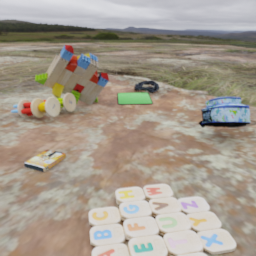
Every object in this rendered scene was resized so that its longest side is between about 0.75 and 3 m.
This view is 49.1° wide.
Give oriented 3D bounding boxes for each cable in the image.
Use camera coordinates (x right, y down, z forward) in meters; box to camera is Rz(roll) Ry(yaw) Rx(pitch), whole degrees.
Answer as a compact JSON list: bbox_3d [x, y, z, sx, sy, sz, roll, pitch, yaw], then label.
[{"bbox_3d":[0.991,-2.192,14.998,1.339,0.417,1.642,-3,24,6],"label":"cable"}]

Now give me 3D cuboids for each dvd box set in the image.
[{"bbox_3d":[-2.224,0.867,7.547,0.671,0.135,0.917,9,23,25],"label":"dvd box set"}]

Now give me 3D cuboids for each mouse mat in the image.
[{"bbox_3d":[0.282,-1.414,13.384,1.607,0.075,1.997,-1,21,-3],"label":"mouse mat"}]

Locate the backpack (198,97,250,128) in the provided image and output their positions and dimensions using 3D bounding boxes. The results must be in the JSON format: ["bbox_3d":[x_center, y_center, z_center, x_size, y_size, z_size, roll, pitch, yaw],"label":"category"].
[{"bbox_3d":[3.055,-0.484,8.723,1.204,0.967,1.316,0,0,-21],"label":"backpack"}]

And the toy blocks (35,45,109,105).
[{"bbox_3d":[-1.981,-2.219,11.467,2.908,1.988,1.453,23,35,-31],"label":"toy blocks"}]

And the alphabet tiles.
[{"bbox_3d":[0.530,1.807,5.130,2.448,0.183,2.503,-4,23,-10],"label":"alphabet tiles"}]

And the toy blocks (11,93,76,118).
[{"bbox_3d":[-3.374,-0.856,11.017,2.076,0.754,1.731,-1,13,28],"label":"toy blocks"}]
